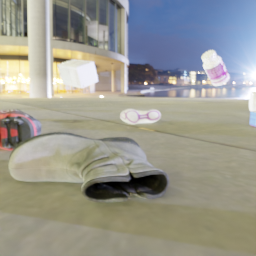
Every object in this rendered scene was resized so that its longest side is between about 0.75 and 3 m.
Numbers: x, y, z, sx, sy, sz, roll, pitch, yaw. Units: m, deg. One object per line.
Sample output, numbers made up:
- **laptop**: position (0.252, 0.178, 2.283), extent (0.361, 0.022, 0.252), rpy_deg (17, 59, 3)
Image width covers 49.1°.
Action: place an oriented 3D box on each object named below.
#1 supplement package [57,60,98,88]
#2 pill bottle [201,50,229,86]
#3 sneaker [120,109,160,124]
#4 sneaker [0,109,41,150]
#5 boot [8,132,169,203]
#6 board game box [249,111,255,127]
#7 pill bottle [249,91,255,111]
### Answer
- **supplement package**: position (-1.487, -1.606, 8.236), extent (0.609, 0.632, 1.111), rpy_deg (-29, 32, -33)
- **pill bottle**: position (3.422, -2.369, 11.069), extent (0.741, 1.319, 0.741), rpy_deg (-28, 31, 19)
- **sneaker**: position (0.487, -0.393, 11.376), extent (1.609, 0.602, 0.801), rpy_deg (2, -9, 1)
- **sneaker**: position (-3.239, 0.005, 6.704), extent (2.522, 0.892, 1.232), rpy_deg (3, 9, 8)
- **boot**: position (-0.607, 0.538, 3.781), extent (2.090, 0.708, 1.365), rpy_deg (-3, 14, -13)
- **board game box**: position (5.891, -0.170, 9.066), extent (2.673, 0.580, 2.660), rpy_deg (-1, 8, -5)
- **pill bottle**: position (7.963, -1.426, 14.998), extent (2.599, 1.468, 1.468), rpy_deg (2, 8, 13)
